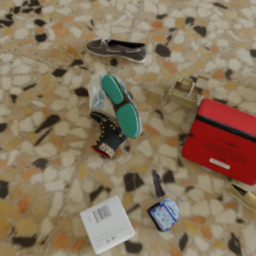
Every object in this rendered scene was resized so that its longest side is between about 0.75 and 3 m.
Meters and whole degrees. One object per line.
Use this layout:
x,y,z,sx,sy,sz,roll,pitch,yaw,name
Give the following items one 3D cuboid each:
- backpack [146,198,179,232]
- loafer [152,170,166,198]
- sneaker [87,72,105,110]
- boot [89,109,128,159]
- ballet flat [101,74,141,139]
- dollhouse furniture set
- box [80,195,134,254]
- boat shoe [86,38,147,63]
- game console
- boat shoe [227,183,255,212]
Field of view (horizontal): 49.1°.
1.229,2.739,8.979,0.972,0.654,0.887,-28,80,-20,backpack
1.014,1.831,9.318,0.338,1.072,0.385,-10,23,5,loafer
-1.304,-1.410,11.146,0.652,0.572,1.627,-1,71,36,sneaker
-0.922,0.200,10.271,1.769,0.647,1.332,31,67,7,boot
-0.112,-0.808,10.056,0.932,0.932,2.510,-23,85,-11,ballet flat
1.916,-1.759,10.561,2.013,1.780,1.119,21,66,9,dollhouse furniture set
-0.652,3.018,8.740,1.295,0.851,1.301,-24,68,-10,box
-0.473,-3.463,11.873,2.643,0.753,0.884,12,51,2,boat shoe
3.656,0.417,10.361,2.784,1.652,2.399,23,97,11,game console
3.877,2.255,9.153,1.296,0.493,0.464,27,48,26,boat shoe
